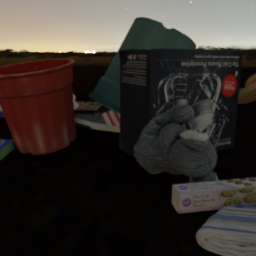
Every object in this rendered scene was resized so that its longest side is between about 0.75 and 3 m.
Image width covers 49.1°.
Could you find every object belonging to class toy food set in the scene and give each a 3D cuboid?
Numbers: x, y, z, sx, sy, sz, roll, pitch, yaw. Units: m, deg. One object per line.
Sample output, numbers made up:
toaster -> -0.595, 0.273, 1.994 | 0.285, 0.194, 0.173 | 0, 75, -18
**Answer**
toy food set -> 5.244, -1.597, 11.700 | 1.975, 0.480, 1.955 | -3, -25, -38

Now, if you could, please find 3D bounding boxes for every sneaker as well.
sneaker -> -0.346, -0.531, 7.357 | 2.200, 1.328, 0.920 | 7, -1, -1

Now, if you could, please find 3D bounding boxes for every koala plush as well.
koala plush -> 0.942, 0.429, 4.829 | 1.326, 1.280, 1.443 | -22, 23, -21

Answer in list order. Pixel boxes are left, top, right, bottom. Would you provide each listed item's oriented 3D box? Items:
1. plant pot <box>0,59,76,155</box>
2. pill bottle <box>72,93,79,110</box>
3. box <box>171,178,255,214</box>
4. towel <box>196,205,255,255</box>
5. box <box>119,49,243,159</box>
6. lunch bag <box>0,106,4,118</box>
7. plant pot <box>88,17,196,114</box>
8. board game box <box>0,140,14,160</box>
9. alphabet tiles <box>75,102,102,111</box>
plant pot -> -2.053, -0.506, 6.487 | 1.916, 1.864, 1.916 | -5, 22, 2
pill bottle -> -2.294, -1.128, 9.811 | 0.686, 1.235, 0.686 | -31, 18, 11
box -> 1.483, 0.995, 4.210 | 1.645, 0.341, 0.318 | -2, 15, -10
towel -> 1.607, 1.051, 2.911 | 1.427, 0.231, 1.943 | -2, -8, 27
box -> 1.161, -0.600, 6.339 | 2.506, 2.282, 1.305 | -8, 17, -28
lunch bag -> -4.355, -0.922, 9.721 | 1.661, 1.210, 1.954 | -10, 30, -32
plant pot -> 0.538, -1.502, 7.806 | 2.507, 2.455, 2.507 | 25, 9, -4
board game box -> -3.269, 0.613, 5.765 | 1.172, 0.254, 1.741 | -1, 15, 0
alphabet tiles -> -2.109, -0.935, 11.810 | 1.940, 0.073, 1.622 | 2, 16, 8
